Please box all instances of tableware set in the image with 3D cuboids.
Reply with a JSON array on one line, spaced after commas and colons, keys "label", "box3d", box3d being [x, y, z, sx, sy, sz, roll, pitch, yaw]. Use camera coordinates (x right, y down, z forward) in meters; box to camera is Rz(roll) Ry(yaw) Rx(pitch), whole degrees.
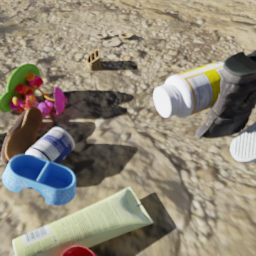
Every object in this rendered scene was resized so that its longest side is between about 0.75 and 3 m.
[{"label": "tableware set", "box3d": [-0.725, -4.522, 13.840, 1.538, 0.214, 1.841, 31, 50, 31]}]

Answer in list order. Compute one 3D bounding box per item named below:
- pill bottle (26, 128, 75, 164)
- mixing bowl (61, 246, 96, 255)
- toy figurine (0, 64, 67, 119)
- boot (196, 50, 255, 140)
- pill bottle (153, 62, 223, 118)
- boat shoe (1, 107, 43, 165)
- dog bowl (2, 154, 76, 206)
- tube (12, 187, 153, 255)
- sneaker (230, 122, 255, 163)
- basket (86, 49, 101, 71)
[{"label": "pill bottle", "box3d": [-2.159, 0.721, 7.369, 0.816, 0.816, 1.469, 21, 46, 22]}, {"label": "mixing bowl", "box3d": [-0.801, 2.578, 5.053, 0.867, 0.470, 0.867, -7, 70, 21]}, {"label": "toy figurine", "box3d": [-2.928, -0.921, 9.121, 1.758, 1.434, 1.911, 29, 70, 17]}, {"label": "boot", "box3d": [2.975, -0.791, 6.775, 2.651, 2.308, 0.918, -14, 50, -12]}, {"label": "pill bottle", "box3d": [1.755, -0.966, 7.436, 2.081, 1.137, 1.137, -20, 45, -20]}, {"label": "boat shoe", "box3d": [-3.069, 0.289, 8.019, 0.760, 0.761, 2.163, -29, 30, 26]}, {"label": "dog bowl", "box3d": [-1.390, 0.801, 4.514, 1.199, 0.297, 0.669, 21, 31, -4]}, {"label": "tube", "box3d": [-0.907, 2.145, 5.912, 2.786, 0.723, 0.808, -18, 87, -23]}, {"label": "sneaker", "box3d": [3.876, -0.028, 7.055, 2.728, 1.118, 1.008, -34, 65, 21]}, {"label": "basket", "box3d": [-1.436, -2.837, 11.603, 0.591, 0.617, 0.828, -4, 42, -5]}]
